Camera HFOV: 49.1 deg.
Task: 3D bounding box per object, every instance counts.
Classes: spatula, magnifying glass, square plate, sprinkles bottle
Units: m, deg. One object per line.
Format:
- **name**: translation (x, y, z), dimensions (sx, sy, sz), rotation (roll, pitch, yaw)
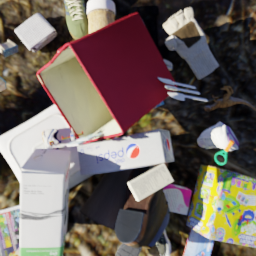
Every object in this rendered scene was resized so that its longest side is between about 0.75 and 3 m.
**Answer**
- **spatula**: translation (1.413, -0.931, 7.149), dimensions (1.252, 0.870, 0.101), rotation (7, 125, -31)
- **magnifying glass**: translation (2.417, 0.620, 7.005), dimensions (0.091, 0.811, 0.323), rotation (-26, 56, -36)
- **square plate**: translation (-2.662, 0.866, 9.461), dimensions (2.782, 0.399, 2.809), rotation (-31, 86, -6)
- **sprinkles bottle**: translation (-0.872, -2.871, 9.585), dimensions (0.977, 0.977, 2.864), rotation (-3, 85, 0)

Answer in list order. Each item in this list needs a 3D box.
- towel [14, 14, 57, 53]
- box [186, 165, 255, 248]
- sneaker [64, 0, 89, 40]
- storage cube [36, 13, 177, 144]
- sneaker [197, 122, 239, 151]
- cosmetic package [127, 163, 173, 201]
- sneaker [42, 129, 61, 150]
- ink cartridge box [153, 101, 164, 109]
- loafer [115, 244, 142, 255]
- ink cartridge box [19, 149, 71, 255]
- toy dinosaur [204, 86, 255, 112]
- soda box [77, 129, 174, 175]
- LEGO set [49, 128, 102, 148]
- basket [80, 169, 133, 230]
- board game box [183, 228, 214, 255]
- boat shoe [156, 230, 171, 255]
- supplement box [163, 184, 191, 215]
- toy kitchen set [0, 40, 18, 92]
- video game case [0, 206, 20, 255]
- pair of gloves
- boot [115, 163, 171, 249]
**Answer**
- **towel**: translation (-3.240, -3.319, 9.886), dimensions (1.141, 0.488, 0.945), rotation (-42, 87, -5)
- **box**: translation (3.186, 2.393, 8.608), dimensions (2.069, 1.262, 1.993), rotation (18, 84, -19)
- **sneaker**: translation (-1.900, -4.291, 9.639), dimensions (0.809, 1.083, 2.413), rotation (-8, 85, 4)
- **storage cube**: translation (-0.555, -1.232, 7.590), dimensions (2.376, 2.260, 2.643), rotation (-40, 104, -34)
- **sneaker**: translation (2.617, 0.399, 8.297), dimensions (1.033, 2.074, 0.777), rotation (-29, 89, 11)
- **cosmetic package**: translation (0.533, 1.316, 6.788), dimensions (0.987, 0.361, 0.511), rotation (-26, 80, -13)
- **sneaker**: translation (-2.420, 0.615, 9.048), dimensions (0.538, 0.459, 1.221), rotation (-12, 85, 4)
- **ink cartridge box**: translation (0.779, -1.046, 9.363), dimensions (0.563, 0.329, 0.778), rotation (-23, 128, 14)
- **loafer**: translation (0.190, 3.711, 9.008), dimensions (0.643, 0.564, 1.789), rotation (29, 76, 15)
- **ink cartridge box**: translation (-2.318, 2.163, 8.006), dimensions (1.143, 1.984, 2.719), rotation (4, 103, -8)
- **toy dinosaur**: translation (3.509, -0.946, 9.710), dimensions (1.799, 0.543, 0.956), rotation (-7, 105, 7)
- **soda box**: translation (-0.116, 0.749, 8.085), dimensions (2.691, 0.854, 0.919), rotation (-13, 80, 25)
- **LEGO set**: translation (-1.434, 0.238, 7.177), dimensions (1.285, 0.960, 0.315), rotation (-7, 102, 35)
- **basket**: translation (-0.348, 2.124, 8.981), dimensions (1.718, 1.296, 1.905), rotation (27, 81, -8)
- **board game box**: translation (2.294, 4.126, 9.292), dimensions (0.832, 0.157, 1.615), rotation (17, 87, 3)
- **boat shoe**: translation (0.976, 3.467, 8.816), dimensions (0.392, 1.384, 0.475), rotation (23, 116, -19)
- **supplement box**: translation (1.172, 2.224, 9.164), dimensions (1.570, 0.812, 0.795), rotation (13, 86, 3)
- **toy kitchen set**: translation (-3.318, -1.673, 7.535), dimensions (0.616, 1.046, 0.838), rotation (42, 53, 10)
- **video game case**: translation (-4.111, 3.786, 9.314), dimensions (1.853, 0.234, 2.034), rotation (-15, 84, -1)
- **pair of gloves**: translation (1.380, -2.340, 9.361), dimensions (2.763, 0.484, 2.349), rotation (-28, 102, 7)
- **boot**: translation (0.660, 2.096, 8.372), dimensions (1.120, 1.454, 2.999), rotation (7, 60, 36)
